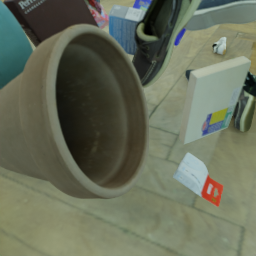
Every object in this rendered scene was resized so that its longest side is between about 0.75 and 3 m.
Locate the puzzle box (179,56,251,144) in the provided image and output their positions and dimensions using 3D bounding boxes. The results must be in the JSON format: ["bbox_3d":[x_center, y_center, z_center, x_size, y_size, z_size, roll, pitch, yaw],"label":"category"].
[{"bbox_3d":[1.594,-0.466,5.377,1.141,1.716,0.218,-19,49,-17],"label":"puzzle box"}]

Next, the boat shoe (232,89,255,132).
[{"bbox_3d":[3.680,-0.717,9.159,0.830,0.903,2.526,9,38,27],"label":"boat shoe"}]

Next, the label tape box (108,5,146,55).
[{"bbox_3d":[0.351,-2.848,8.512,1.821,1.305,0.602,13,59,5],"label":"label tape box"}]

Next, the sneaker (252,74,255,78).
[{"bbox_3d":[5.432,-1.660,10.224,2.188,0.906,0.776,18,40,21],"label":"sneaker"}]

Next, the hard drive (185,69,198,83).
[{"bbox_3d":[3.067,-1.682,10.726,1.327,0.313,1.902,-2,39,-3],"label":"hard drive"}]

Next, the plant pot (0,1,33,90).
[{"bbox_3d":[-3.008,-1.369,5.229,1.974,1.974,1.584,26,57,29],"label":"plant pot"}]

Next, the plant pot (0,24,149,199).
[{"bbox_3d":[-1.136,-0.122,4.563,2.184,2.504,2.504,-9,32,30],"label":"plant pot"}]

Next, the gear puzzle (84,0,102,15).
[{"bbox_3d":[-1.237,-3.948,8.008,0.210,1.602,0.830,-23,72,24],"label":"gear puzzle"}]

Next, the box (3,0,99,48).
[{"bbox_3d":[-1.396,-2.082,6.646,1.385,2.765,1.036,-42,35,-13],"label":"box"}]

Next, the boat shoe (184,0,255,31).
[{"bbox_3d":[2.805,-3.440,8.071,2.533,0.948,0.783,-3,69,30],"label":"boat shoe"}]

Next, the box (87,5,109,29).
[{"bbox_3d":[-1.410,-4.361,10.962,0.793,0.860,1.676,-28,5,20],"label":"box"}]

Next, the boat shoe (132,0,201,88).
[{"bbox_3d":[0.552,-2.074,6.250,0.898,2.770,1.014,-11,51,-38],"label":"boat shoe"}]

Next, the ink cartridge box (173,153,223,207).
[{"bbox_3d":[1.217,0.832,4.640,0.837,0.198,0.670,33,31,10],"label":"ink cartridge box"}]

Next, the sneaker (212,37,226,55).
[{"bbox_3d":[4.381,-4.014,13.476,0.612,0.528,1.396,9,39,12],"label":"sneaker"}]

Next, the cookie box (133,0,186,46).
[{"bbox_3d":[1.416,-4.412,9.661,2.040,2.385,0.896,27,29,-3],"label":"cookie box"}]

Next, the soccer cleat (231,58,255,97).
[{"bbox_3d":[2.793,-1.191,6.677,0.384,0.461,1.137,-39,68,16],"label":"soccer cleat"}]
